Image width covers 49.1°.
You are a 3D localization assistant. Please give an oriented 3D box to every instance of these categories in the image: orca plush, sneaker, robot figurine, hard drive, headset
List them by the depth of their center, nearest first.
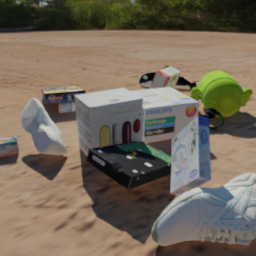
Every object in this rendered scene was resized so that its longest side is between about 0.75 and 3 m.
[{"bbox_3d":[1.670,1.605,5.031,2.598,0.914,1.041,-14,42,-18],"label":"sneaker"},{"bbox_3d":[0.175,0.817,6.751,1.387,0.376,1.986,27,21,34],"label":"hard drive"},{"bbox_3d":[-2.433,0.023,8.240,0.940,0.799,2.125,24,27,-52],"label":"sneaker"},{"bbox_3d":[2.756,-0.444,9.681,1.187,0.558,0.733,39,68,23],"label":"headset"},{"bbox_3d":[3.578,-1.353,10.966,2.269,1.496,2.586,3,24,3],"label":"robot figurine"},{"bbox_3d":[2.010,-2.580,14.250,2.981,1.060,1.569,16,28,31],"label":"orca plush"}]

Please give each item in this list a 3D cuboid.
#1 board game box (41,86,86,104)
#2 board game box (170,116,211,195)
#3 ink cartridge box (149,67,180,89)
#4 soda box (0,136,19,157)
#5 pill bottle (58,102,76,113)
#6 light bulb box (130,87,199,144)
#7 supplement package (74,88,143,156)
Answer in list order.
[{"bbox_3d":[-2.809,-1.440,11.959,1.609,0.411,2.375,-7,14,-17],"label":"board game box"},{"bbox_3d":[1.281,0.626,5.911,0.286,1.318,1.312,13,62,-11],"label":"board game box"},{"bbox_3d":[1.705,-2.123,13.020,0.641,1.115,1.537,32,35,20],"label":"ink cartridge box"},{"bbox_3d":[-3.760,0.577,7.917,1.229,0.420,0.391,-8,25,-18],"label":"soda box"},{"bbox_3d":[-2.363,-0.832,11.119,0.754,0.410,0.410,-4,24,-10],"label":"pill bottle"},{"bbox_3d":[1.003,-0.495,9.354,1.917,1.207,1.934,-8,25,-18],"label":"light bulb box"},{"bbox_3d":[-0.538,-0.109,7.952,1.579,1.652,1.215,-13,27,-25],"label":"supplement package"}]
